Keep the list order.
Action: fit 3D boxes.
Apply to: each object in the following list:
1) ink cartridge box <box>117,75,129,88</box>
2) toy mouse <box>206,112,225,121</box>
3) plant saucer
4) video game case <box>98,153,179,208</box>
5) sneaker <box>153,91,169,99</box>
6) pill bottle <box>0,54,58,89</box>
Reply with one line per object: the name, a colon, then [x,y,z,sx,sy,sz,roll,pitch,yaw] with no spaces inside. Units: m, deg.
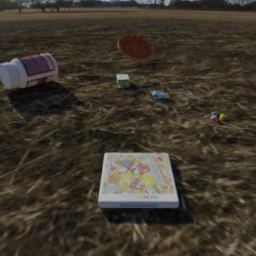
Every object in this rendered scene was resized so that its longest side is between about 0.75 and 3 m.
ink cartridge box: [-0.298,-2.782,16.546,0.672,0.384,1.295,-3,28,-5]
toy mouse: [3.897,-0.539,12.513,0.827,0.180,0.931,18,33,30]
plant saucer: [0.212,-2.172,7.661,1.032,0.167,1.032,9,53,-12]
video game case: [0.280,1.508,8.535,2.166,0.272,2.380,0,28,0]
sneaker: [1.675,-1.624,14.538,0.856,0.317,0.351,15,61,18]
pill bottle: [-5.674,-3.223,16.030,1.644,1.644,2.880,25,36,38]
